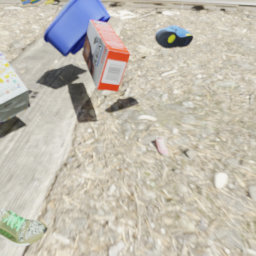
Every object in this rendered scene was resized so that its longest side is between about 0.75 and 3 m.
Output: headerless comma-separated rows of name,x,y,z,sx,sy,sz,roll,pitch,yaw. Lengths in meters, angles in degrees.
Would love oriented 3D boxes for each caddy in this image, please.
caddy,-2.033,-4.065,10.790,1.474,2.809,1.986,48,20,-8

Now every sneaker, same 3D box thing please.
sneaker,1.219,-2.686,8.141,1.625,0.535,0.637,-15,56,-44
sneaker,-2.922,2.340,6.900,1.849,0.819,0.711,7,39,8
sneaker,1.119,0.581,9.496,0.285,0.395,0.756,-13,41,-19

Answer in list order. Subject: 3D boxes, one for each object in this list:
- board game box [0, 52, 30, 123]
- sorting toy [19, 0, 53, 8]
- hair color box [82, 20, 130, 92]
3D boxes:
board game box,-4.364,-1.584,8.690,1.353,1.328,2.579,-34,83,-24
sorting toy,-2.650,-3.651,7.930,1.344,0.227,0.648,7,47,22
hair color box,-0.826,-2.435,9.279,0.792,1.374,2.478,4,37,-24
